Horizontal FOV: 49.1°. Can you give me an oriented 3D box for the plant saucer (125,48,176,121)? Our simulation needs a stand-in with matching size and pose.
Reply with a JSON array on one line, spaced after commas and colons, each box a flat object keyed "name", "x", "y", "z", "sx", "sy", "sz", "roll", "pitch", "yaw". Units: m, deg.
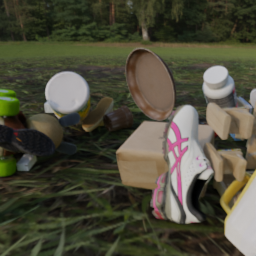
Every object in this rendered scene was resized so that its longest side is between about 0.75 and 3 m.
[{"name": "plant saucer", "x": 0.859, "y": -1.598, "z": 10.244, "sx": 0.437, "sy": 2.726, "sz": 2.726, "roll": -27, "pitch": 30, "yaw": -28}]

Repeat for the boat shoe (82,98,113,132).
[{"name": "boat shoe", "x": -1.291, "y": -0.492, "z": 12.976, "sx": 0.848, "sy": 0.795, "sz": 2.299, "roll": 12, "pitch": 44, "yaw": 26}]

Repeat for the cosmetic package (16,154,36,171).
[{"name": "cosmetic package", "x": -3.338, "y": 1.129, "z": 9.230, "sx": 0.384, "sy": 0.279, "sz": 0.754, "roll": 1, "pitch": 22, "yaw": 4}]

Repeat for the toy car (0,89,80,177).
[{"name": "toy car", "x": -3.058, "y": 0.118, "z": 9.384, "sx": 2.853, "sy": 2.344, "sz": 2.251, "roll": 1, "pitch": 17, "yaw": -27}]

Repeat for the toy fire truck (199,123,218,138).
[{"name": "toy fire truck", "x": 3.570, "y": 0.068, "z": 11.788, "sx": 1.025, "sy": 0.659, "sz": 0.902, "roll": 4, "pitch": 16, "yaw": -23}]

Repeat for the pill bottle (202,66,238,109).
[{"name": "pill bottle", "x": 3.427, "y": -1.309, "z": 10.475, "sx": 1.113, "sy": 2.010, "sz": 1.113, "roll": -15, "pitch": 51, "yaw": 19}]

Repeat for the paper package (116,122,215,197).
[{"name": "paper package", "x": 1.226, "y": 0.769, "z": 8.295, "sx": 2.387, "sy": 1.235, "sz": 2.275, "roll": 4, "pitch": 25, "yaw": 23}]

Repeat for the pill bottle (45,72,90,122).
[{"name": "pill bottle", "x": -2.369, "y": -1.064, "z": 11.541, "sx": 1.611, "sy": 1.611, "sz": 2.856, "roll": -3, "pitch": -10, "yaw": -7}]

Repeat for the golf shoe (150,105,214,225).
[{"name": "golf shoe", "x": 1.377, "y": 0.759, "z": 6.257, "sx": 1.238, "sy": 2.688, "sz": 0.976, "roll": -1, "pitch": -19, "yaw": 37}]

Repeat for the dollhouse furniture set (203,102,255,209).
[{"name": "dollhouse furniture set", "x": 3.056, "y": 0.671, "z": 6.577, "sx": 2.624, "sy": 2.856, "sz": 1.859, "roll": -1, "pitch": 22, "yaw": -2}]

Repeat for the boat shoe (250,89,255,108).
[{"name": "boat shoe", "x": 4.196, "y": -0.733, "z": 8.883, "sx": 0.424, "sy": 1.175, "sz": 0.417, "roll": -15, "pitch": 23, "yaw": 35}]

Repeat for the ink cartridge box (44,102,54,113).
[{"name": "ink cartridge box", "x": -3.806, "y": -1.167, "z": 15.234, "sx": 1.223, "sy": 0.508, "sz": 0.897, "roll": 1, "pitch": 20, "yaw": 3}]

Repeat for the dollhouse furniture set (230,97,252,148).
[{"name": "dollhouse furniture set", "x": 5.086, "y": -0.503, "z": 10.904, "sx": 1.531, "sy": 2.215, "sz": 2.346, "roll": -2, "pitch": 30, "yaw": -10}]

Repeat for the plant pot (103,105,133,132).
[{"name": "plant pot", "x": -0.482, "y": -0.350, "z": 12.397, "sx": 1.040, "sy": 1.050, "sz": 1.050, "roll": -22, "pitch": 28, "yaw": -29}]

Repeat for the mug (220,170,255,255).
[{"name": "mug", "x": 2.765, "y": 1.766, "z": 5.483, "sx": 1.609, "sy": 1.649, "sz": 2.009, "roll": 40, "pitch": 0, "yaw": 14}]

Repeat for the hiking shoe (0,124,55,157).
[{"name": "hiking shoe", "x": -2.822, "y": 0.361, "z": 7.491, "sx": 1.765, "sy": 0.668, "sz": 0.888, "roll": 19, "pitch": -18, "yaw": -13}]
